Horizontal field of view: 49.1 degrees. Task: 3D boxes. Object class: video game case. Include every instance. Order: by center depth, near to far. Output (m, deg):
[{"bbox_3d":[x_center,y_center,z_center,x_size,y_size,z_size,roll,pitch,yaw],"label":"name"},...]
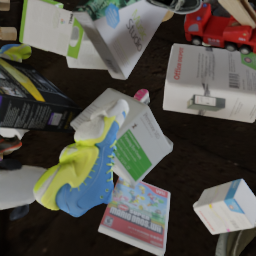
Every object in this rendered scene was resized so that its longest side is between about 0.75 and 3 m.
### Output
[{"bbox_3d":[0.193,1.476,5.063,1.098,0.134,1.536,21,26,2],"label":"video game case"}]

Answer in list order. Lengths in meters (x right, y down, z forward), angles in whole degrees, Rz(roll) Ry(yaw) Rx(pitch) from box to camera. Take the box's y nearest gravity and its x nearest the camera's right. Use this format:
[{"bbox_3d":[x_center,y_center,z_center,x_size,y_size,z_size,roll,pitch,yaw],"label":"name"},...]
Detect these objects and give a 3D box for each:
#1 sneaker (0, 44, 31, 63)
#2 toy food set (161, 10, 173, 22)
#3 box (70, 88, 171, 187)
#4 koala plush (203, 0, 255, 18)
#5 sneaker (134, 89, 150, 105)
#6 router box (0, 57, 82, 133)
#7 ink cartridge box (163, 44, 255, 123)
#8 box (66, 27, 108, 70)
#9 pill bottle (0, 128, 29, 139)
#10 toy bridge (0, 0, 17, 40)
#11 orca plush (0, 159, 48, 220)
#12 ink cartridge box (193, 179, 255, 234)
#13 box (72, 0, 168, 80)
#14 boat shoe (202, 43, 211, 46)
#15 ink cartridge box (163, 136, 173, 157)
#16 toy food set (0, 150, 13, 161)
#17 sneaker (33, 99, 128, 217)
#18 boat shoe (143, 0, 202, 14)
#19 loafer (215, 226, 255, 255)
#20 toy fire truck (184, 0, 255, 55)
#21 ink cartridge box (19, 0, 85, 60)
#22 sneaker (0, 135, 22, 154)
[{"bbox_3d":[-4.596,-2.635,10.581,0.975,0.703,1.857,19,44,29],"label":"sneaker"},{"bbox_3d":[0.814,-4.178,9.526,1.544,1.529,0.376,23,76,-17],"label":"toy food set"},{"bbox_3d":[-0.133,0.162,5.461,1.116,1.296,1.303,-45,41,-14],"label":"box"},{"bbox_3d":[2.879,-3.120,7.808,1.540,1.596,1.737,44,27,13],"label":"koala plush"},{"bbox_3d":[0.215,-0.481,7.344,0.410,0.486,1.111,23,67,41],"label":"sneaker"},{"bbox_3d":[-2.295,-0.764,5.512,2.304,0.602,1.812,38,19,34],"label":"router box"},{"bbox_3d":[2.748,-1.534,9.238,2.936,1.233,2.136,9,52,7],"label":"ink cartridge box"},{"bbox_3d":[-1.034,-3.259,10.626,2.347,1.248,1.787,5,51,4],"label":"box"},{"bbox_3d":[-3.256,-0.478,8.582,0.946,0.946,1.683,10,52,8],"label":"pill bottle"},{"bbox_3d":[-2.379,-2.214,4.963,0.507,0.205,1.509,-10,70,-28],"label":"toy bridge"},{"bbox_3d":[-2.138,1.123,4.555,1.813,0.644,0.954,-34,96,-35],"label":"orca plush"},{"bbox_3d":[1.496,1.242,4.376,0.536,0.834,0.522,55,44,-4],"label":"ink cartridge box"},{"bbox_3d":[0.038,-2.937,6.856,0.519,2.060,2.854,14,65,33],"label":"box"},{"bbox_3d":[3.421,-3.974,11.579,0.624,0.748,2.004,24,50,25],"label":"boat shoe"},{"bbox_3d":[0.662,0.579,8.062,1.012,0.419,0.737,-31,57,-23],"label":"ink cartridge box"},{"bbox_3d":[-3.769,0.680,8.157,0.595,0.147,0.936,24,55,18],"label":"toy food set"},{"bbox_3d":[-0.371,0.402,3.354,1.512,0.794,0.573,-49,20,-4],"label":"sneaker"},{"bbox_3d":[1.007,-2.752,5.993,1.342,0.496,0.458,7,21,-17],"label":"boat shoe"},{"bbox_3d":[2.556,2.331,6.411,0.726,0.784,2.086,18,53,20],"label":"loafer"},{"bbox_3d":[2.489,-2.480,6.188,2.701,1.904,0.658,20,77,24],"label":"toy fire truck"},{"bbox_3d":[-2.164,-2.988,8.370,1.827,1.350,0.692,17,28,-5],"label":"ink cartridge box"},{"bbox_3d":[-2.489,0.313,5.403,0.788,0.323,0.304,-20,38,-26],"label":"sneaker"}]
